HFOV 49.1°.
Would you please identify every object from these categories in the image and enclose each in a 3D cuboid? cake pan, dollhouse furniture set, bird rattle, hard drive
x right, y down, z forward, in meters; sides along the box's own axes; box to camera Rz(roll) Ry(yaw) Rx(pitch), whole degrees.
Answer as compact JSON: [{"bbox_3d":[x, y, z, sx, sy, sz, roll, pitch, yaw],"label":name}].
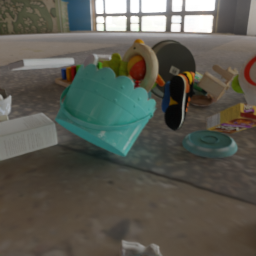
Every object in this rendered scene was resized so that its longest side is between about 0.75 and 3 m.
[{"bbox_3d":[1.730,-2.293,11.129,2.380,2.380,0.437,-10,14,-22],"label":"cake pan"},{"bbox_3d":[2.946,-1.635,8.877,0.761,1.329,1.558,39,46,14],"label":"dollhouse furniture set"},{"bbox_3d":[0.193,-1.678,9.165,1.414,2.046,2.509,2,52,-32],"label":"bird rattle"},{"bbox_3d":[-3.503,-2.590,11.366,2.166,0.285,1.429,-15,13,-43],"label":"hard drive"}]

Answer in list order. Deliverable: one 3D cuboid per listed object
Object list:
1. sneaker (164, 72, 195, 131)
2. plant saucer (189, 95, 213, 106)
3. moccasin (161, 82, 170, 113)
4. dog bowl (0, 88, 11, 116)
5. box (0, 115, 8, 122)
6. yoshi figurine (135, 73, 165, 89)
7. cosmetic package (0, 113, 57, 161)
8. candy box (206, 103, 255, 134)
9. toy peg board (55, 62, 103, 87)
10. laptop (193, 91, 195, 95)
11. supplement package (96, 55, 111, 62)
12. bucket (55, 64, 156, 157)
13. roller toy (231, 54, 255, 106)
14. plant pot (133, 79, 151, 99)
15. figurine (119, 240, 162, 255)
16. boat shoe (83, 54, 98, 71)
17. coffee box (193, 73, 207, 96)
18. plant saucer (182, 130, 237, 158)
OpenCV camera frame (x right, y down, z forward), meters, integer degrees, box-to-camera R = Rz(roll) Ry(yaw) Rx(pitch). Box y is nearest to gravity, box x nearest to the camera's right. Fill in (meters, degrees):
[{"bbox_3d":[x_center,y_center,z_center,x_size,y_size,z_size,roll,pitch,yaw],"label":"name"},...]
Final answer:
[{"bbox_3d":[1.802,-0.852,9.231,0.934,2.075,0.726,-27,44,-34],"label":"sneaker"},{"bbox_3d":[3.462,-1.273,13.314,1.212,0.222,1.212,-1,25,1],"label":"plant saucer"},{"bbox_3d":[1.490,-1.106,10.160,0.454,1.130,0.385,15,16,12],"label":"moccasin"},{"bbox_3d":[-6.350,-0.908,11.733,2.871,0.842,2.871,0,24,0],"label":"dog bowl"},{"bbox_3d":[-4.938,-0.007,9.970,1.335,0.634,0.519,-13,27,-23],"label":"box"},{"bbox_3d":[0.505,-1.232,10.145,1.737,0.973,0.976,-38,-12,6],"label":"yoshi figurine"},{"bbox_3d":[-3.625,0.290,9.033,2.351,0.871,1.195,-18,29,-31],"label":"cosmetic package"},{"bbox_3d":[3.191,-0.237,8.382,0.936,0.453,1.604,9,-14,-16],"label":"candy box"},{"bbox_3d":[-2.474,-3.276,16.458,2.768,1.354,2.757,-19,30,-37],"label":"toy peg board"},{"bbox_3d":[2.525,-1.972,15.083,1.414,0.824,1.595,-10,0,-23],"label":"laptop"},{"bbox_3d":[-1.820,-4.238,18.826,1.556,1.181,1.172,4,24,10],"label":"supplement package"},{"bbox_3d":[-0.713,-0.443,8.220,2.695,1.754,2.695,25,-12,6],"label":"bucket"},{"bbox_3d":[6.090,-1.835,11.606,2.531,1.939,2.775,-44,42,1],"label":"roller toy"},{"bbox_3d":[0.037,-1.309,11.624,1.465,1.465,1.175,19,54,36],"label":"plant pot"},{"bbox_3d":[0.263,2.379,5.005,0.799,0.352,0.819,6,23,-7],"label":"figurine"},{"bbox_3d":[-1.405,-2.169,10.494,0.554,1.563,0.563,0,63,-33],"label":"boat shoe"},{"bbox_3d":[3.864,-2.480,15.263,1.220,0.436,1.984,30,29,5],"label":"coffee box"},{"bbox_3d":[2.707,0.465,9.326,1.779,0.244,1.779,-1,23,1],"label":"plant saucer"}]
